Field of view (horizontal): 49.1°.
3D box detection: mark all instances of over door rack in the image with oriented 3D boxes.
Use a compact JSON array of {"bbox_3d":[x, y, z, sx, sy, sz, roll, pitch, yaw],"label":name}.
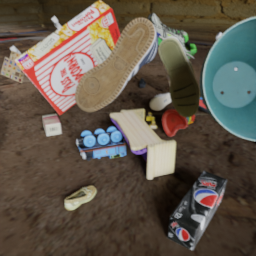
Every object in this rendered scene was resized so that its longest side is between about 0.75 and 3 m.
[{"bbox_3d":[-2.341,-2.142,9.425,1.820,2.463,0.820,-39,9,-5],"label":"over door rack"}]

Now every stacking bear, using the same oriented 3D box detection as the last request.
[{"bbox_3d":[2.112,-0.397,11.117,1.672,1.015,0.951,-18,75,-54],"label":"stacking bear"}]

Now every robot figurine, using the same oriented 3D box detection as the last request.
[{"bbox_3d":[3.843,-2.688,10.550,1.595,1.881,1.062,-11,25,35],"label":"robot figurine"}]

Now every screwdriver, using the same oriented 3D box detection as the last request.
[{"bbox_3d":[1.238,-3.023,9.448,2.639,0.384,0.368,37,34,29],"label":"screwdriver"}]

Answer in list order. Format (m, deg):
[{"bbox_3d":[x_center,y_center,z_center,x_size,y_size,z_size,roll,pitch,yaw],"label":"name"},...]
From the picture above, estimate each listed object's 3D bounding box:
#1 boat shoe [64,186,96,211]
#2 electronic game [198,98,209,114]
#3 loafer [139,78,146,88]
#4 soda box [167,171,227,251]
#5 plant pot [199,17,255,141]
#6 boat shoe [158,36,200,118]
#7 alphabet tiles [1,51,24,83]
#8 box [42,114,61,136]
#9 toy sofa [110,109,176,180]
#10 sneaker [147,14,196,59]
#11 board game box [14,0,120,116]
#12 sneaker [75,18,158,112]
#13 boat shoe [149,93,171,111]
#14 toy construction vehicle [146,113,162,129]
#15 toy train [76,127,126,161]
[{"bbox_3d":[-1.255,1.795,7.440,0.371,0.320,1.017,24,35,38],"label":"boat shoe"},{"bbox_3d":[4.164,-1.078,12.991,2.029,0.422,2.029,0,27,0],"label":"electronic game"},{"bbox_3d":[0.838,-2.535,15.981,0.368,0.356,1.049,7,32,2],"label":"loafer"},{"bbox_3d":[1.714,1.899,6.771,0.652,0.728,2.058,20,33,29],"label":"soda box"},{"bbox_3d":[2.959,-1.115,6.881,2.684,2.684,1.807,1,6,1],"label":"plant pot"},{"bbox_3d":[1.727,-1.651,9.004,0.984,2.634,0.901,-10,24,22],"label":"boat shoe"},{"bbox_3d":[-3.431,-1.866,8.472,0.693,0.829,0.031,24,19,-4],"label":"alphabet tiles"},{"bbox_3d":[-3.005,-0.119,11.014,0.584,0.497,0.913,-11,29,-20],"label":"box"},{"bbox_3d":[0.347,0.430,9.205,1.358,1.152,2.783,-9,28,-17],"label":"toy sofa"},{"bbox_3d":[1.776,-3.749,11.386,1.084,2.545,0.993,-31,36,40],"label":"sneaker"},{"bbox_3d":[-1.440,-1.909,8.055,2.799,2.120,0.648,-39,60,-8],"label":"board game box"},{"bbox_3d":[-0.156,-1.160,5.449,0.715,2.039,1.106,43,19,-1],"label":"sneaker"},{"bbox_3d":[1.409,-1.268,13.224,0.607,0.638,1.772,1,25,38],"label":"boat shoe"},{"bbox_3d":[1.211,-0.340,11.547,0.918,0.372,1.055,3,30,1],"label":"toy construction vehicle"},{"bbox_3d":[-0.855,0.557,9.182,1.663,0.950,0.721,-9,19,-18],"label":"toy train"}]
